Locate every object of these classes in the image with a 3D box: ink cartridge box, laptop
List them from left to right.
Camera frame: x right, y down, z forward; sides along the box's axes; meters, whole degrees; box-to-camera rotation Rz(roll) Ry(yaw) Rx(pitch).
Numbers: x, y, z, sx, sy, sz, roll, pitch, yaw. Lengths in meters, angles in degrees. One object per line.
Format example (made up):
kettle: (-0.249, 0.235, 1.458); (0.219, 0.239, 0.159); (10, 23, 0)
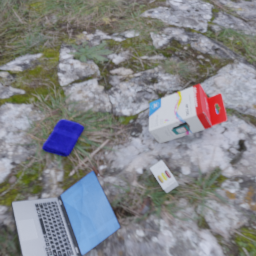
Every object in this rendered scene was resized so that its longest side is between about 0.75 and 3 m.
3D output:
laptop: (-2.062, 2.793, 8.949); (2.582, 1.497, 2.418); (3, 37, -36)
ink cartridge box: (2.380, -0.656, 11.588); (2.959, 0.995, 1.719); (-20, 43, 26)

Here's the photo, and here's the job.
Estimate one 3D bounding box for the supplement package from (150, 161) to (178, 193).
supplement package: (1.346, 1.821, 10.456); (0.568, 0.547, 0.998); (-36, 56, 2)

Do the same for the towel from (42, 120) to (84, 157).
towel: (-2.769, 0.376, 11.962); (1.252, 0.420, 1.696); (12, 50, 11)

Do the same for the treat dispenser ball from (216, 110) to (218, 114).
treat dispenser ball: (3.392, -0.519, 12.307); (1.091, 1.091, 1.091); (0, 49, 0)
